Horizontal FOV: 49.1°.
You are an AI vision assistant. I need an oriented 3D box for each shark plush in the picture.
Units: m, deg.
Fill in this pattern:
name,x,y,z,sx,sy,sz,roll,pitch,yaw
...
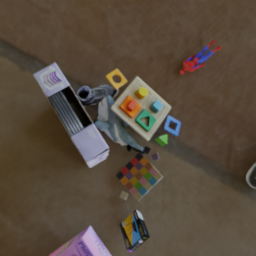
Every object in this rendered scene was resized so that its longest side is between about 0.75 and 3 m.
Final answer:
name,x,y,z,sx,sy,sz,roll,pitch,yaw
shark plush,-0.211,0.046,8.390,0.853,0.931,2.048,-40,89,10

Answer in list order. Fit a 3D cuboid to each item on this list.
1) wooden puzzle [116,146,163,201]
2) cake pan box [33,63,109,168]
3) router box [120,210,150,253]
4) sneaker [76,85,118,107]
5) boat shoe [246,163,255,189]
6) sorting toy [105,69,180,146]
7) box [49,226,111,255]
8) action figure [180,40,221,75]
name,x,y,z,sx,sy,sz,roll,pitch,yaw
wooden puzzle,0.338,1.447,8.429,1.750,0.123,1.038,-45,72,2
cake pan box,-1.424,-0.159,7.550,0.704,2.691,2.478,-33,85,-11
router box,0.169,2.923,7.965,0.711,0.953,0.243,-45,118,9
sneaker,-0.994,-1.041,8.603,1.439,0.819,0.543,-17,84,-3
boat shoe,4.388,0.851,8.386,0.791,0.749,2.261,40,84,5
sorting toy,0.454,-0.637,8.269,2.816,0.384,1.585,41,59,-8
box,-1.391,4.035,7.674,1.895,0.916,1.667,-36,86,5
action figure,2.268,-2.200,9.011,1.476,0.382,0.483,-37,78,0
